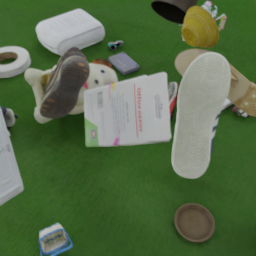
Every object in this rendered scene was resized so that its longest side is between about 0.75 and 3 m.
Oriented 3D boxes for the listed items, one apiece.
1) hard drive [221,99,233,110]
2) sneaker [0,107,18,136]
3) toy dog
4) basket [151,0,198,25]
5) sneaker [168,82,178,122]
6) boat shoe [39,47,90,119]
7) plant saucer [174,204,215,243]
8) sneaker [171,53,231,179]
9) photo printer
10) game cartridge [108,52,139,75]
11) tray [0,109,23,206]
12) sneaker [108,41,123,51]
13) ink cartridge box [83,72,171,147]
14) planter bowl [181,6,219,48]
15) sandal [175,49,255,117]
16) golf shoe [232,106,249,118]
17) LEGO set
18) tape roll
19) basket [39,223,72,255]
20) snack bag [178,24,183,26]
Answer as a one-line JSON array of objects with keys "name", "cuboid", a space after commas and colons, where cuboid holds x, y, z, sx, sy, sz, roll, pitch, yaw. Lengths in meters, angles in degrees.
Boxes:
[{"name": "hard drive", "cuboid": [3.558, -1.402, 11.330, 2.322, 0.310, 1.532, -27, 53, -22]}, {"name": "sneaker", "cuboid": [-4.854, -0.492, 10.039, 1.668, 1.023, 2.563, -14, 49, -14]}, {"name": "toy dog", "cuboid": [-1.694, -1.326, 9.875, 2.804, 2.718, 1.956, -10, 85, 27]}, {"name": "basket", "cuboid": [2.051, -5.122, 10.540, 1.713, 1.292, 1.900, 30, 89, 27]}, {"name": "sneaker", "cuboid": [1.457, -1.105, 10.763, 0.803, 0.761, 1.956, 12, 49, 12]}, {"name": "boat shoe", "cuboid": [-1.468, -0.984, 6.464, 0.757, 2.032, 0.745, 18, 45, -32]}, {"name": "plant saucer", "cuboid": [1.831, 2.639, 7.785, 1.109, 0.163, 1.109, 0, 49, 0]}, {"name": "sneaker", "cuboid": [1.491, -0.249, 6.067, 1.000, 1.127, 2.668, 16, 85, 13]}, {"name": "photo printer", "cuboid": [-2.953, -4.709, 13.847, 2.849, 0.989, 2.370, -31, 56, -24]}, {"name": "game cartridge", "cuboid": [-0.216, -2.939, 12.781, 0.885, 0.262, 1.366, -28, 54, -18]}, {"name": "tray", "cuboid": [-2.605, 0.510, 5.476, 0.227, 2.044, 1.097, -8, 11, 20]}, {"name": "sneaker", "cuboid": [-0.587, -4.014, 13.671, 0.762, 0.318, 0.460, -12, 44, -1]}, {"name": "ink cartridge box", "cuboid": [0.102, -0.346, 6.937, 2.658, 1.557, 0.895, -6, -5, 41]}, {"name": "planter bowl", "cuboid": [1.769, -2.525, 7.392, 0.492, 1.180, 1.180, -38, 57, -12]}, {"name": "sandal", "cuboid": [2.424, -1.211, 7.434, 2.860, 1.049, 0.941, 35, 29, 11]}, {"name": "golf shoe", "cuboid": [4.716, -0.946, 10.793, 1.532, 0.556, 0.706, -40, 63, -20]}, {"name": "LEGO set", "cuboid": [2.602, -3.330, 9.393, 0.775, 2.083, 0.958, -34, 86, -12]}, {"name": "tape roll", "cuboid": [-5.509, -3.024, 12.755, 2.030, 0.371, 2.030, 0, 48, -1]}, {"name": "basket", "cuboid": [-1.876, 2.918, 7.161, 0.782, 0.617, 0.887, -19, 20, -17]}, {"name": "snack bag", "cuboid": [2.421, -4.722, 11.914, 1.058, 1.122, 0.120, 10, 80, 37]}]
